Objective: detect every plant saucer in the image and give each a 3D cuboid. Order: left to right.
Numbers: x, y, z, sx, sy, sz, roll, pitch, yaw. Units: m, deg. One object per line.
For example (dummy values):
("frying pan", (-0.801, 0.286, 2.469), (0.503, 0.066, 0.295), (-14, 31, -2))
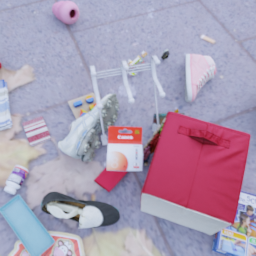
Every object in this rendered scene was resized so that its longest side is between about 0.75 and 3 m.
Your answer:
("plant saucer", (-3.077, 2.967, 8.491), (0.735, 0.199, 2.101), (-38, 59, -23))

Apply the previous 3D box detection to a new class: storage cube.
("storage cube", (1.807, 1.392, 8.158), (2.359, 2.759, 2.480), (17, 66, 10))

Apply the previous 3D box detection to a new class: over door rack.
("over door rack", (0.048, -0.713, 9.239), (2.207, 2.988, 0.995), (-11, 34, -7))

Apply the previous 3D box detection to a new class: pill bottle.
("pill bottle", (-3.699, 1.715, 9.217), (0.485, 0.485, 0.870), (15, 60, 9))

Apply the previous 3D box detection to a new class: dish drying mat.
("dish drying mat", (-0.267, 1.318, 9.609), (0.739, 0.175, 1.923), (31, 63, 29))

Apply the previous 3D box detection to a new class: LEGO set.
("LEGO set", (0.317, -2.649, 11.872), (1.516, 0.697, 0.564), (-33, 74, -30))

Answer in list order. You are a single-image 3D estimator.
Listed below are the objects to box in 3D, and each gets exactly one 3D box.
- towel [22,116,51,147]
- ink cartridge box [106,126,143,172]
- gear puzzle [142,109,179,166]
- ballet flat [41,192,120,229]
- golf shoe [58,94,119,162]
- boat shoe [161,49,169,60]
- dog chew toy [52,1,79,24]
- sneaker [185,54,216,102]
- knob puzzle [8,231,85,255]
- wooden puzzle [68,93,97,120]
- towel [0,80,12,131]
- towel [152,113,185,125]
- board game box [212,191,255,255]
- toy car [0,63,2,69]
("towel", (-3.406, 0.123, 10.427), (0.784, 0.124, 1.089), (-22, 62, -15))
("ink cartridge box", (-0.086, 0.610, 8.165), (1.052, 0.325, 1.298), (2, 91, -2))
("gear puzzle", (1.101, 0.327, 9.481), (0.305, 1.207, 2.330), (32, 73, 19))
("ballet flat", (-1.500, 2.585, 8.418), (2.456, 0.840, 0.835), (10, 103, 9))
("golf shoe", (-1.403, -0.226, 10.069), (1.453, 1.170, 2.988), (11, 50, 27))
("boat shoe", (1.603, -3.092, 12.063), (0.293, 0.822, 0.248), (-28, 84, -6))
("dog chew toy", (-3.089, -5.603, 13.461), (1.028, 1.028, 1.650), (-40, 49, -22))
("sneaker", (2.928, -2.067, 11.290), (1.285, 0.925, 2.459), (4, 54, 8))
("knob puzzle", (-2.327, 4.070, 7.805), (2.901, 0.402, 2.901), (0, 58, 0))
("wooden puzzle", (-1.641, -0.828, 10.873), (1.099, 0.275, 1.186), (-23, 62, -17))
("towel", (-5.494, -0.761, 10.881), (1.805, 0.293, 2.457), (-17, 58, -8))
("towel", (1.470, -0.301, 10.277), (1.109, 0.813, 0.120), (-1, 62, 0))
("board game box", (4.162, 3.107, 8.332), (2.949, 0.508, 1.996), (16, 60, 10))
("toy car", (-5.884, -2.741, 11.767), (0.983, 1.147, 1.311), (-10, 50, -48))
